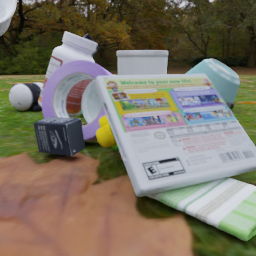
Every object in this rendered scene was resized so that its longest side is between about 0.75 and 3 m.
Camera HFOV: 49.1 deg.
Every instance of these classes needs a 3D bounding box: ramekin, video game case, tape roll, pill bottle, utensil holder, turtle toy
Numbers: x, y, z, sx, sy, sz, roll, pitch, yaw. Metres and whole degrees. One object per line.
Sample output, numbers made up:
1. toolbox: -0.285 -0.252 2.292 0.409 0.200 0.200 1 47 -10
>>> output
1. ramekin: -3.981 -3.227 7.391 1.833 1.833 0.893 -8 -14 -30
2. video game case: 0.746 -0.069 4.161 2.094 0.231 1.906 -6 55 -25
3. tape roll: -1.008 -0.576 6.221 1.748 1.748 0.574 4 -1 17
4. pill bottle: -1.563 -1.413 7.466 1.147 2.045 1.147 21 14 -5
5. utensil holder: 0.511 -1.699 10.230 1.836 2.160 1.836 0 12 0
6. turtle toy: 0.216 -0.010 5.437 1.410 0.978 1.935 -27 16 6

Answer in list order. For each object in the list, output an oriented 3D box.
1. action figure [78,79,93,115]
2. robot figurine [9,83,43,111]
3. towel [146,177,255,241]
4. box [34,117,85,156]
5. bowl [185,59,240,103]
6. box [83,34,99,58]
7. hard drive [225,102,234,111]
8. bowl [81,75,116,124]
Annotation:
1. action figure: -1.154 -1.349 10.715 0.819 1.769 2.995 37 6 4
2. robot figurine: -3.748 -1.211 10.841 1.248 1.037 1.661 4 13 30
3. towel: 1.004 0.885 3.616 1.139 0.234 1.527 -15 22 -42
4. box: -1.280 0.145 5.243 0.823 0.609 0.430 4 19 28
5. bowl: 3.394 -1.841 10.880 2.256 1.180 2.256 25 30 -15
6. box: -1.761 -2.942 10.857 0.935 0.659 1.264 -42 10 -12
7. hard drive: 2.720 -0.470 8.470 0.850 0.594 0.161 -5 32 -16
8. bowl: -0.486 -0.610 7.328 1.490 1.490 0.670 -2 5 -11
